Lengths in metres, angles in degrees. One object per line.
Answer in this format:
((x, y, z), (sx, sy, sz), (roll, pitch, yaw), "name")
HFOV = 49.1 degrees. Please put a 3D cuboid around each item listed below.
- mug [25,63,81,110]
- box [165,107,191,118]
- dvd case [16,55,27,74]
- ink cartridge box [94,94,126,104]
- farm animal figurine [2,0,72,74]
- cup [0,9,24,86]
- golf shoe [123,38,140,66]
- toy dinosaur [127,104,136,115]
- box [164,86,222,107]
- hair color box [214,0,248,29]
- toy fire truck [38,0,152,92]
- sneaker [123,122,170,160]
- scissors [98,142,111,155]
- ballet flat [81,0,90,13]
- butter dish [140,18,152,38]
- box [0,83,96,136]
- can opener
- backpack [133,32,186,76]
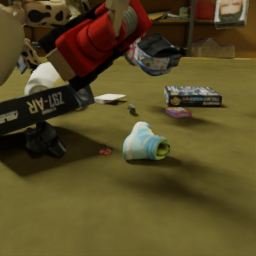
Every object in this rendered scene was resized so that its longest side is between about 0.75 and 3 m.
((-2.810, -1.441, 10.444), (2.090, 1.674, 1.716), (-6, 25, 3), "mug")
((1.756, -0.548, 9.825), (0.585, 0.167, 0.855), (-5, 18, -17), "box")
((-3.689, -2.412, 9.532), (0.677, 0.948, 0.083), (-39, -11, 35), "dvd case")
((-0.753, -1.221, 11.876), (0.935, 0.237, 1.061), (10, 20, 31), "ink cartridge box")
((-2.927, -2.610, 7.439), (2.083, 2.580, 1.297), (28, 22, -38), "farm animal figurine")
((-2.952, -1.483, 5.635), (1.643, 1.175, 1.643), (-8, -19, -3), "cup")
((0.122, -3.211, 9.979), (1.053, 2.286, 0.830), (-17, 44, 12), "golf shoe")
((0.140, -0.684, 9.893), (0.298, 0.396, 0.775), (-1, 18, -5), "toy dinosaur")
((2.644, -1.362, 11.871), (2.094, 0.524, 2.110), (0, 17, 2), "box")
((3.309, -4.107, 8.829), (0.896, 1.810, 0.549), (6, -4, 26), "hair color box")
((-0.235, -1.883, 4.619), (2.212, 1.423, 1.947), (-18, 24, 42), "toy fire truck")
((0.540, 0.310, 6.419), (0.968, 0.590, 1.483), (3, 27, 18), "sneaker")
((-0.509, 0.490, 6.720), (0.284, 0.054, 0.775), (-1, 16, 7), "scissors")
((-1.311, -3.818, 9.126), (0.279, 0.829, 0.192), (-18, 7, 29), "ballet flat")
((0.502, -4.042, 11.034), (0.631, 0.854, 0.851), (33, 9, -7), "butter dish")
((-2.475, -0.406, 6.782), (2.255, 0.613, 2.815), (-24, 11, -37), "box")
((-2.169, 0.197, 6.767), (0.713, 0.885, 2.250), (-35, 24, -19), "can opener")
((0.823, -2.235, 8.652), (1.289, 1.042, 1.353), (-17, 47, -38), "backpack")
